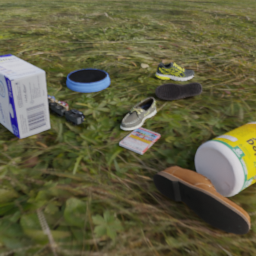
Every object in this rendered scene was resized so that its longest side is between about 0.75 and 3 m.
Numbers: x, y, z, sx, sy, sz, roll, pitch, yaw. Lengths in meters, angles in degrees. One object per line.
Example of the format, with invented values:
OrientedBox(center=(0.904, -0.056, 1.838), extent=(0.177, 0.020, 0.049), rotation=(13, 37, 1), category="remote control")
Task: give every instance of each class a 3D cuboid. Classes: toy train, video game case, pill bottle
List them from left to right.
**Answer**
OrientedBox(center=(-2.867, -0.856, 11.819), extent=(2.992, 0.510, 0.685), rotation=(26, 35, 34), category="toy train")
OrientedBox(center=(0.432, 0.435, 10.112), extent=(0.944, 0.115, 1.320), rotation=(21, 37, 27), category="video game case")
OrientedBox(center=(3.499, 0.759, 8.263), extent=(2.825, 1.593, 1.593), rotation=(-19, 37, -28), category="pill bottle")

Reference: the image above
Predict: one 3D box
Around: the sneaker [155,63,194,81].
OrientedBox(center=(2.507, -3.025, 14.889), extent=(2.059, 0.871, 0.767), rotation=(0, 33, 0), category="sneaker")

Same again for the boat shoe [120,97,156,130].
OrientedBox(center=(0.417, -0.590, 11.268), extent=(0.764, 0.639, 2.137), rotation=(22, 39, 29), category="boat shoe")

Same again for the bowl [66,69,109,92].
OrientedBox(center=(-2.075, -2.505, 14.480), extent=(2.233, 0.438, 2.233), rotation=(0, 32, 0), category="bowl")

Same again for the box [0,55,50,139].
OrientedBox(center=(-4.285, -1.253, 10.589), extent=(2.564, 2.358, 1.345), rotation=(28, 38, 36), category="box")

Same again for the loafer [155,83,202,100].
OrientedBox(center=(2.317, -1.630, 13.014), extent=(2.129, 0.777, 0.756), rotation=(-2, -5, 0), category="loafer")

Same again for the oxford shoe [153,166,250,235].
OrientedBox(center=(1.956, 1.668, 7.250), extent=(0.987, 0.988, 2.769), rotation=(-27, 36, -32), category="oxford shoe")
